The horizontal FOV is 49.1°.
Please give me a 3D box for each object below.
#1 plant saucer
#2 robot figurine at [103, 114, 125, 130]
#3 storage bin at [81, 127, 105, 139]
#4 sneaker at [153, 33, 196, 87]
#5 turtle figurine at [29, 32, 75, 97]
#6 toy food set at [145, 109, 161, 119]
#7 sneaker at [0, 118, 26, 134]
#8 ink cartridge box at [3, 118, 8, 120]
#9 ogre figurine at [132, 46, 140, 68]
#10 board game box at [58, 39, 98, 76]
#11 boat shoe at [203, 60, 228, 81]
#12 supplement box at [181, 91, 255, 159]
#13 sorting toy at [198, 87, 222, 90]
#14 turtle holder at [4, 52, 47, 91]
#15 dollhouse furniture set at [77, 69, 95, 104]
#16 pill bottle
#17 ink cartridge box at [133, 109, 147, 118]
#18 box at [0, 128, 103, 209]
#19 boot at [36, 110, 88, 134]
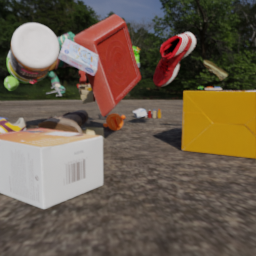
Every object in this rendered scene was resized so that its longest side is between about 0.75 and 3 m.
[{"bbox_3d":[-0.414,-2.016,8.761,0.460,2.507,2.502,1,34,31],"label":"plant saucer"},{"bbox_3d":[-0.642,-0.300,13.312,0.773,0.953,1.325,32,1,-12],"label":"robot figurine"},{"bbox_3d":[-1.497,0.252,10.567,0.924,0.436,0.930,2,9,18],"label":"storage bin"},{"bbox_3d":[1.505,-2.752,11.514,1.043,2.663,1.538,46,38,21],"label":"sneaker"},{"bbox_3d":[-2.614,-2.432,10.082,1.388,2.064,2.758,19,33,1],"label":"turtle figurine"},{"bbox_3d":[1.579,-0.970,18.702,0.633,0.596,1.325,-5,9,-33],"label":"toy food set"},{"bbox_3d":[-4.321,0.189,8.932,0.826,0.993,2.203,6,10,36],"label":"sneaker"},{"bbox_3d":[-6.987,-0.067,12.220,1.775,0.624,2.975,4,12,22],"label":"ink cartridge box"},{"bbox_3d":[-0.104,-3.434,13.413,1.303,1.066,2.173,6,27,-7],"label":"ogre figurine"},{"bbox_3d":[-1.193,-1.743,6.864,0.918,0.189,0.920,25,32,-19],"label":"board game box"},{"bbox_3d":[3.266,-2.164,10.644,1.184,0.372,0.432,21,35,-29],"label":"boat shoe"},{"bbox_3d":[3.497,-0.277,9.101,2.754,1.854,2.792,4,9,29],"label":"supplement box"},{"bbox_3d":[2.905,-1.409,10.008,0.844,0.124,0.624,3,9,17],"label":"sorting toy"},{"bbox_3d":[-3.988,-2.541,10.897,2.191,1.665,1.556,-27,13,-25],"label":"turtle holder"},{"bbox_3d":[-1.764,-2.367,13.091,1.188,1.572,2.922,-8,25,-13],"label":"dollhouse furniture set"},{"bbox_3d":[-2.036,-1.521,5.951,0.894,0.894,1.536,-4,-2,-24],"label":"pill bottle"},{"bbox_3d":[0.764,-0.978,18.845,0.667,0.390,1.149,-22,12,-8],"label":"ink cartridge box"},{"bbox_3d":[-1.682,0.651,5.479,1.943,1.033,1.479,6,10,35],"label":"box"},{"bbox_3d":[-2.069,-0.070,9.402,2.922,1.026,2.137,-6,18,35],"label":"boot"}]
